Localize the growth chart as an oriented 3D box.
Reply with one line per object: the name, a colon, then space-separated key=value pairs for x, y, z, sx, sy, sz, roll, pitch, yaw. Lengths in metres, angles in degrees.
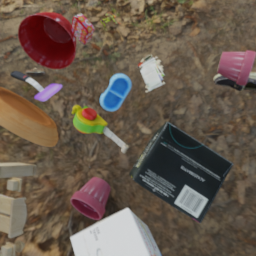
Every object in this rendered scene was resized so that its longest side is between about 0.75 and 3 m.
growth chart: x=0.929 y=-2.047 z=10.649 sx=0.912 sy=0.112 sz=1.260 roll=-20 pitch=72 yaw=14

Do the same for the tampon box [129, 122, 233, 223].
tampon box: x=1.314 y=1.238 z=8.129 sx=2.029 sy=2.707 sz=1.709 roll=32 pitch=83 yaw=3

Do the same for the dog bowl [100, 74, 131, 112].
dog bowl: x=-0.341 y=-0.951 z=7.790 sx=0.633 sy=0.282 sz=1.137 roll=29 pitch=101 yaw=-14

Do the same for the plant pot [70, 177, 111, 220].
plant pot: x=-1.249 y=2.467 z=10.070 sx=1.270 sy=1.270 sz=1.137 roll=25 pitch=54 yaw=10

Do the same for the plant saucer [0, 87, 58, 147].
plant saucer: x=-3.282 y=-0.443 z=8.617 sx=2.802 sy=2.802 sz=0.524 roll=38 pitch=94 yaw=14

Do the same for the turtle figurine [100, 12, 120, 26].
turtle figurine: x=-0.902 y=-5.302 z=13.740 sx=0.804 sy=0.321 sz=0.998 roll=-36 pitch=72 yaw=-14

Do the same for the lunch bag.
lunch bag: x=-1.390 y=-2.956 z=8.289 sx=0.348 sy=0.849 sz=0.748 roll=-42 pitch=91 yaw=-21

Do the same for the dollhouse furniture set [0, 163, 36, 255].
dollhouse furniture set: x=-3.244 y=2.434 z=7.909 sx=1.428 sy=1.220 sz=2.755 roll=2 pitch=86 yaw=31

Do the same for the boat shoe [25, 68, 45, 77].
boat shoe: x=-4.174 y=-2.521 z=12.601 sx=0.852 sy=0.322 sz=0.306 roll=0 pitch=63 yaw=-10

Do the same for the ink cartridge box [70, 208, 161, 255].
ink cartridge box: x=-0.100 y=3.538 z=7.468 sx=1.718 sy=2.375 sz=1.749 roll=-29 pitch=56 yaw=0

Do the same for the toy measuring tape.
toy measuring tape: x=-1.060 y=0.062 z=9.033 sx=0.873 sy=0.873 sz=2.372 roll=-42 pitch=70 yaw=-16

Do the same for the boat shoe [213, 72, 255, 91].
boat shoe: x=3.665 y=-1.467 z=9.055 sx=1.720 sy=0.619 sz=0.557 roll=2 pitch=71 yaw=5

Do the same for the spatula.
spatula: x=-3.007 y=-1.412 z=8.785 sx=2.785 sy=0.286 sz=0.787 roll=29 pitch=62 yaw=37

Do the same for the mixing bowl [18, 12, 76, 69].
mixing bowl: x=-2.584 y=-3.148 z=9.638 sx=2.008 sy=2.008 sz=1.088 roll=12 pitch=48 yaw=5

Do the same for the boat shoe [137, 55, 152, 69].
boat shoe: x=0.757 y=-3.032 z=12.818 sx=0.876 sy=0.274 sz=0.312 roll=-37 pitch=74 yaw=-13

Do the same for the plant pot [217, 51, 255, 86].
plant pot: x=2.905 y=-1.682 z=7.616 sx=0.821 sy=0.917 sz=0.917 roll=16 pitch=68 yaw=15
